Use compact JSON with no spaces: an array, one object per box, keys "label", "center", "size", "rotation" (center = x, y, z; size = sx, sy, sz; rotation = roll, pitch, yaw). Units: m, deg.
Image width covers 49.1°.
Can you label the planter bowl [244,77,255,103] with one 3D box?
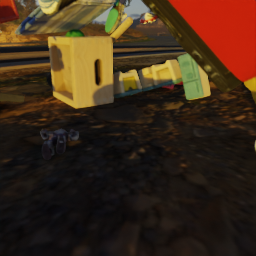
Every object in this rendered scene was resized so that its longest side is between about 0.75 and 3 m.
[{"label":"planter bowl","center":[4.939,-1.096,8.778],"size":[2.863,1.193,2.863],"rotation":[0,20,0]}]

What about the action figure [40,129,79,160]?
[{"label":"action figure","center":[-1.522,0.234,6.171],"size":[0.845,0.451,1.299],"rotation":[-7,17,-4]}]

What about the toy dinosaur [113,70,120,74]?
[{"label":"toy dinosaur","center":[-0.590,-2.135,12.639],"size":[1.133,0.853,2.216],"rotation":[-26,36,-29]}]

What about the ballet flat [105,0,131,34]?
[{"label":"ballet flat","center":[-0.263,-4.039,9.497],"size":[0.644,1.790,0.644],"rotation":[13,37,-10]}]

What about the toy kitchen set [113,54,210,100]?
[{"label":"toy kitchen set","center":[1.129,-1.587,10.373],"size":[2.241,1.648,2.798],"rotation":[-19,7,-42]}]

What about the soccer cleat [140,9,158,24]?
[{"label":"soccer cleat","center":[0.989,-4.844,11.864],"size":[0.497,0.617,1.449],"rotation":[-20,12,-32]}]

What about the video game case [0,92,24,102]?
[{"label":"video game case","center":[-4.692,-1.027,8.815],"size":[1.855,0.262,2.053],"rotation":[5,3,40]}]

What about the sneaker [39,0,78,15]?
[{"label":"sneaker","center":[-1.253,-2.670,4.293],"size":[0.999,1.134,2.544],"rotation":[-31,50,2]}]

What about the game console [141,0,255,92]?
[{"label":"game console","center":[1.002,-1.849,3.359],"size":[1.483,2.499,2.154],"rotation":[-38,7,43]}]

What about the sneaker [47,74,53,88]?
[{"label":"sneaker","center":[-2.465,-1.969,12.186],"size":[1.918,0.725,1.108],"rotation":[13,16,5]}]

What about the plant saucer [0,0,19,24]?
[{"label":"plant saucer","center":[-3.896,-3.734,8.532],"size":[1.040,1.038,0.191],"rotation":[-32,42,-33]}]

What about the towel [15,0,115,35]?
[{"label":"towel","center":[-1.822,-3.474,8.545],"size":[2.043,0.331,2.781],"rotation":[-19,8,39]}]

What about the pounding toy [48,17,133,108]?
[{"label":"pounding toy","center":[-1.359,-2.381,9.906],"size":[2.022,2.844,2.618],"rotation":[-13,23,-32]}]

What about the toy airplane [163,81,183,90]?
[{"label":"toy airplane","center":[2.178,-2.192,12.815],"size":[2.756,0.507,2.756],"rotation":[-1,30,1]}]
